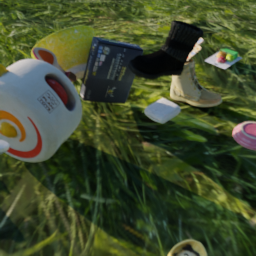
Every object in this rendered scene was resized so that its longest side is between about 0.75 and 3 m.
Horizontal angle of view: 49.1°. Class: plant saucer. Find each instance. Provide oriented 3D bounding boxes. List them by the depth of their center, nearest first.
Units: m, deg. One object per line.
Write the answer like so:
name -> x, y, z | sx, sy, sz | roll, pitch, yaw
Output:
plant saucer -> 3.893, 0.196, 8.607 | 1.253, 0.318, 1.253 | 1, 37, 0

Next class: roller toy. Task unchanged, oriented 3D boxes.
roller toy -> -2.692, -0.423, 7.540 | 2.476, 2.714, 1.897 | 19, 41, 11

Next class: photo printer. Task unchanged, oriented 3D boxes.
photo printer -> 1.142, -0.564, 9.588 | 1.039, 0.361, 0.864 | -31, 47, -34

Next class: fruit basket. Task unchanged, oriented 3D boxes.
fruit basket -> 4.437, -3.161, 13.070 | 1.270, 0.595, 1.176 | -38, 48, -19

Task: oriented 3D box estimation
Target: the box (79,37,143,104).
box -> -0.591, -1.857, 9.441 | 1.662, 2.107, 0.538 | 2, 35, -31

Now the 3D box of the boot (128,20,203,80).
boot -> 1.124, -2.405, 8.507 | 2.194, 1.641, 0.826 | -13, 54, -34

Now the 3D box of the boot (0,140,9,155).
boot -> -3.213, 0.636, 5.838 | 0.517, 0.641, 1.420 | 31, 21, 30

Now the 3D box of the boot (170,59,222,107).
boot -> 2.355, -1.611, 9.873 | 1.966, 1.528, 0.716 | 20, 41, 36

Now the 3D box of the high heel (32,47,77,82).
high heel -> -2.336, -1.780, 8.349 | 0.779, 1.621, 0.547 | 0, 61, 38

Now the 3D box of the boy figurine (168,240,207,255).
boy figurine -> 0.555, 2.946, 4.466 | 1.666, 0.864, 2.680 | 27, 47, 36

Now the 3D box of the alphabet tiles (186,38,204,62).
alphabet tiles -> 2.097, -2.746, 9.737 | 1.082, 0.079, 1.059 | -40, 38, 17

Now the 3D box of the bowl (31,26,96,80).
bowl -> -1.988, -2.353, 9.692 | 2.338, 1.258, 2.338 | -25, 1, 0
